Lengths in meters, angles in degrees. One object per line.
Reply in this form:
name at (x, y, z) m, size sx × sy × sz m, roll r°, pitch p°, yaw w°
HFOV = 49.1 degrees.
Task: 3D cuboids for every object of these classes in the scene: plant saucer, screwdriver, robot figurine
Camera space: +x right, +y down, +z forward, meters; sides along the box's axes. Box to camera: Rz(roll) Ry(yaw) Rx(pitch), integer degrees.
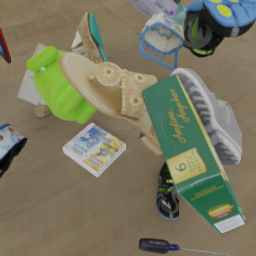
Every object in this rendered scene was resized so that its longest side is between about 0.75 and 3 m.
plant saucer at (1.902, -5.399, 12.897) m, size 1.799 × 0.323 × 1.799 m, roll 0°, pitch 49°, yaw 0°
screwdriver at (0.910, 1.902, 4.426) m, size 1.529 × 0.213 × 0.222 m, roll 9°, pitch 14°, yaw -12°
robot figurine at (-1.254, -0.874, 5.643) m, size 1.071 × 1.625 × 1.852 m, roll -50°, pitch 47°, yaw 7°

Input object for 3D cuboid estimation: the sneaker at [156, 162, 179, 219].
sneaker at (0.950, 1.468, 6.751) m, size 0.529 × 0.619 × 1.493 m, roll 1°, pitch 49°, yaw 3°

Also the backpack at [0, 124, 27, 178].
backpack at (-2.594, 0.446, 5.339) m, size 1.200 × 0.970 × 1.259 m, roll -37°, pitch 16°, yaw 12°

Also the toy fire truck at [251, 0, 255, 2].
toy fire truck at (3.587, -3.325, 6.677) m, size 2.025 × 0.700 × 2.871 m, roll -23°, pitch 90°, yaw 1°

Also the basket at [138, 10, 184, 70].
basket at (0.930, -2.477, 7.950) m, size 1.274 × 1.005 × 1.445 m, roll 22°, pitch 70°, yaw -28°

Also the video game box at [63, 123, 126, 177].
video game box at (-0.927, 0.561, 7.753) m, size 1.310 × 0.307 × 1.193 m, roll 31°, pitch 58°, yaw 24°

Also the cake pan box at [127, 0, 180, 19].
cake pan box at (1.004, -4.955, 8.833) m, size 0.746 × 2.628 × 2.853 m, roll 27°, pitch 12°, yaw 29°

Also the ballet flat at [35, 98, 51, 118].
ballet flat at (-2.457, -1.073, 8.988) m, size 0.600 × 0.556 × 1.702 m, roll 18°, pitch 52°, yaw 11°

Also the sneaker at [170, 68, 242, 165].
sneaker at (1.513, -0.291, 5.468) m, size 0.860 × 2.302 × 0.944 m, roll -9°, pitch 40°, yaw 44°

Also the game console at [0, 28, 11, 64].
game console at (-3.494, -2.426, 5.839) m, size 1.867 × 1.286 × 2.166 m, roll 6°, pitch 23°, yaw -41°

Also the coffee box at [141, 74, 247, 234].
coffee box at (1.058, 0.539, 4.074) m, size 0.544 × 2.473 × 1.521 m, roll -25°, pitch 51°, yaw 14°

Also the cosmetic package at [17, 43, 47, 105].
cosmetic package at (-2.334, -1.418, 7.271) m, size 0.554 × 0.785 × 1.517 m, roll 24°, pitch 39°, yaw -24°

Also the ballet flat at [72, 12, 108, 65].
ballet flat at (-1.119, -2.160, 7.919) m, size 0.937 × 1.012 × 2.870 m, roll -22°, pitch 57°, yaw 8°

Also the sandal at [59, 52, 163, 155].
sandal at (0.159, -0.489, 4.379) m, size 0.830 × 2.524 × 0.925 m, roll -28°, pitch 40°, yaw 25°

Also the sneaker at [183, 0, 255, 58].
sneaker at (1.834, -2.104, 5.990) m, size 1.052 × 1.230 × 2.968 m, roll 5°, pitch 18°, yaw -3°
